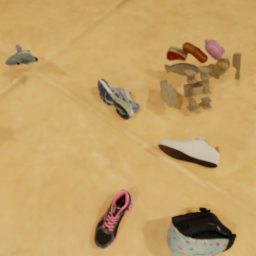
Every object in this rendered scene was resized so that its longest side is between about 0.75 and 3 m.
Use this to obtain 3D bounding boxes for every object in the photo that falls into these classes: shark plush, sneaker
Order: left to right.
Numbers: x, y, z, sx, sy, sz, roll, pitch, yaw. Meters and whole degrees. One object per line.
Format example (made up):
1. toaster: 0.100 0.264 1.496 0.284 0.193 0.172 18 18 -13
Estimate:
1. shark plush: -3.666 -2.337 9.902 1.662 0.755 0.692 24 52 30
2. sneaker: -0.412 2.400 7.569 0.676 0.816 1.710 24 62 12
3. sneaker: -0.350 -1.092 9.936 0.805 0.728 1.889 -33 70 -30
4. sneaker: 1.900 0.611 8.775 1.954 0.711 0.827 19 63 -2

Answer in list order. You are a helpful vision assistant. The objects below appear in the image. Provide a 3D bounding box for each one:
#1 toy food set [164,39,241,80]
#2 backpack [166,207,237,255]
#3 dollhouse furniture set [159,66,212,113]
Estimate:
1. toy food set: 2.500 -2.414 9.682 2.741 1.743 0.432 15 66 26
2. backpack: 1.720 2.697 7.028 1.515 0.959 1.264 4 14 -26
3. dollhouse furniture set: 1.994 -1.321 9.664 1.553 1.361 1.032 -13 26 -3
